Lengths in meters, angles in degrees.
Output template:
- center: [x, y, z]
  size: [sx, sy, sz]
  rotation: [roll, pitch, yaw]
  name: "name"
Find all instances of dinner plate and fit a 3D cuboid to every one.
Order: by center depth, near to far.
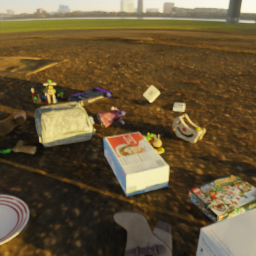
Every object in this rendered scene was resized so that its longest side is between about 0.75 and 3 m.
- center: [-4.193, 2.775, 8.202]
  size: [2.452, 0.297, 2.452]
  rotation: [3, 22, -1]
  name: "dinner plate"

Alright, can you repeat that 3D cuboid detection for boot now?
- center: [0.218, 3.062, 7.489]
  size: [1.996, 0.701, 1.459]
  rotation: [1, 36, 29]
  name: "boot"
- center: [-4.423, 0.847, 12.199]
  size: [0.886, 0.293, 0.776]
  rotation: [3, 38, 6]
  name: "boot"
- center: [-5.959, -0.331, 13.947]
  size: [1.808, 0.693, 1.404]
  rotation: [-31, 24, -8]
  name: "boot"

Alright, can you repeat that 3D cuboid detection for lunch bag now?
- center: [-2.837, -0.044, 12.451]
  size: [2.352, 1.639, 1.973]
  rotation: [-10, 30, -21]
  name: "lunch bag"

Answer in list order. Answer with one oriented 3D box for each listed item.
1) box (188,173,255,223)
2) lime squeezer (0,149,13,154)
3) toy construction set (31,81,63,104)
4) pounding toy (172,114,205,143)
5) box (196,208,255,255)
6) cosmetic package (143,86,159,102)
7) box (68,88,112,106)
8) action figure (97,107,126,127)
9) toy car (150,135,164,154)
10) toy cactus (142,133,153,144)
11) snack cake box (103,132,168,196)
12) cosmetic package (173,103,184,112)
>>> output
- center: [3.222, 2.268, 9.269]
  size: [2.031, 0.383, 1.387]
  rotation: [-14, 30, -25]
  name: "box"
- center: [-5.284, 0.977, 12.040]
  size: [0.942, 0.178, 0.333]
  rotation: [-13, 30, -22]
  name: "lime squeezer"
- center: [-5.028, -2.260, 17.021]
  size: [1.755, 1.349, 1.464]
  rotation: [-2, 23, 0]
  name: "toy construction set"
- center: [2.845, -0.107, 13.199]
  size: [1.041, 1.038, 1.815]
  rotation: [-23, 35, -36]
  name: "pounding toy"
- center: [2.970, 3.165, 6.479]
  size: [2.001, 1.308, 1.990]
  rotation: [-11, 29, -20]
  name: "box"
- center: [1.366, -1.961, 16.328]
  size: [0.559, 0.791, 1.529]
  rotation: [43, 7, 2]
  name: "cosmetic package"
- center: [-2.325, -1.932, 17.224]
  size: [2.233, 0.403, 1.597]
  rotation: [-20, 27, -29]
  name: "box"
- center: [-0.761, -0.551, 14.384]
  size: [1.468, 0.984, 1.093]
  rotation: [-21, 4, -11]
  name: "action figure"
- center: [1.140, 0.669, 11.753]
  size: [0.617, 0.782, 0.643]
  rotation: [10, 9, 37]
  name: "toy car"
- center: [0.653, 0.529, 12.389]
  size: [0.990, 0.506, 0.817]
  rotation: [-12, -5, 2]
  name: "toy cactus"
- center: [0.197, 1.249, 10.659]
  size: [1.589, 0.928, 2.762]
  rotation: [-10, 29, -17]
  name: "snack cake box"
- center: [2.952, -1.204, 16.283]
  size: [0.593, 0.203, 0.786]
  rotation: [4, 27, 13]
  name: "cosmetic package"
